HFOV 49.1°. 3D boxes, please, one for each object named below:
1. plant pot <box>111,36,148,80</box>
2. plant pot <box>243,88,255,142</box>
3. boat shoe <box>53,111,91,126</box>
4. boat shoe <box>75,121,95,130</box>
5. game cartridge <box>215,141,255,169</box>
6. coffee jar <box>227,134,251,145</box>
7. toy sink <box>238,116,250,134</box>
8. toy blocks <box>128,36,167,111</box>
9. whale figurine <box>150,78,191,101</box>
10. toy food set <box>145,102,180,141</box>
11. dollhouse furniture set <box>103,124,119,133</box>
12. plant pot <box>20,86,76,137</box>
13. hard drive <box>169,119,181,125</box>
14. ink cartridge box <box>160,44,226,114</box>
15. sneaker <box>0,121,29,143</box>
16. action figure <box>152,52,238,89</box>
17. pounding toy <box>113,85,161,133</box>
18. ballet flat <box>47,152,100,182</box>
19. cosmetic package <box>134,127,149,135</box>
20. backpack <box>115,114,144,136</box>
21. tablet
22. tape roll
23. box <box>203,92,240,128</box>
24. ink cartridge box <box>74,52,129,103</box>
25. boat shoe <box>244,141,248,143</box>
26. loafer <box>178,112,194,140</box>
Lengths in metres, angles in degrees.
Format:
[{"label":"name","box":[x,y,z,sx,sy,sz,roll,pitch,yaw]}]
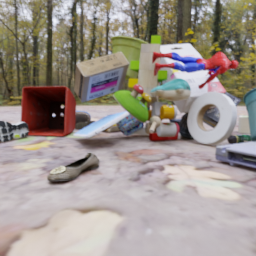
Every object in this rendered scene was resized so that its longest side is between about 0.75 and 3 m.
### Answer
[{"label":"plant pot","box":[-0.039,-2.834,11.750,1.669,1.535,1.669,11,2,0]},{"label":"plant pot","box":[4.053,-0.280,8.010,1.405,1.376,1.405,9,-23,4]},{"label":"boat shoe","box":[-3.103,-0.288,14.137,2.459,0.888,0.890,-10,12,-2]},{"label":"boat shoe","box":[-2.090,-0.052,13.903,1.146,0.412,0.390,-6,-24,13]},{"label":"game cartridge","box":[3.670,0.738,6.356,1.809,0.536,2.791,1,5,-31]},{"label":"coffee jar","box":[3.910,0.403,9.875,0.762,0.325,0.397,-3,7,-17]},{"label":"toy sink","box":[5.835,-0.174,12.758,1.448,0.811,0.944,3,7,28]},{"label":"toy blocks","box":[0.847,-1.845,10.740,1.338,2.677,1.830,3,-12,9]},{"label":"whale figurine","box":[1.464,-1.342,9.604,1.438,0.746,1.144,1,-4,-27]},{"label":"toy food set","box":[1.463,-0.209,10.420,1.256,1.333,2.792,0,-4,-13]},{"label":"dollhouse furniture set","box":[-0.397,-0.412,13.917,2.663,1.028,1.331,-6,9,-44]},{"label":"plant pot","box":[-3.326,-0.647,12.490,2.070,2.069,1.825,1,-3,13]},{"label":"hard drive","box":[3.099,-0.336,16.248,1.100,0.345,1.631,-1,7,-13]},{"label":"ink cartridge box","box":[2.337,-2.095,11.362,1.728,2.967,1.001,-9,-34,-21]},{"label":"sneaker","box":[-4.721,0.188,10.604,0.888,0.806,2.092,-7,-5,20]},{"label":"action figure","box":[2.319,-1.976,9.924,2.967,0.968,1.469,-2,-32,-3]},{"label":"pounding toy","box":[0.367,-0.628,7.358,1.463,0.679,1.129,43,13,4]},{"label":"ballet flat","box":[-1.125,0.816,6.012,0.547,0.377,1.625,3,7,28]},{"label":"cosmetic package","box":[0.790,0.131,11.863,1.339,0.339,0.553,4,3,-2]},{"label":"backpack","box":[0.061,-0.194,10.995,1.058,0.780,1.159,-27,-8,3]},{"label":"tablet","box":[-1.010,-0.086,9.913,1.660,0.174,2.551,-30,9,-18]},{"label":"tape roll","box":[2.840,-0.332,9.613,0.336,1.841,1.841,11,-1,-37]},{"label":"box","box":[3.626,-0.858,11.649,1.477,0.451,1.865,31,54,15]},{"label":"ink cartridge box","box":[-0.998,-1.854,10.323,1.831,0.688,1.508,-23,-24,-24]},{"label":"boat shoe","box":[3.895,0.487,8.615,0.285,0.236,0.794,3,-8,-25]},{"label":"loafer","box":[2.652,-0.230,11.834,0.984,0.977,2.703,16,11,9]}]
